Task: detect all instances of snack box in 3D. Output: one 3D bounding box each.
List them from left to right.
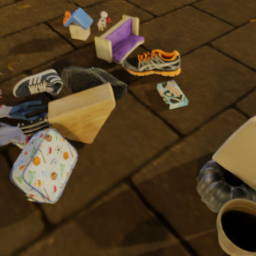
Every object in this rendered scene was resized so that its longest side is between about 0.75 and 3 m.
[{"bbox_3d":[1.826,-1.396,11.698,0.789,0.252,1.359,-15,51,-13],"label":"snack box"}]

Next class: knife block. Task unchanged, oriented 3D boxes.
[{"bbox_3d":[-2.148,-0.483,9.436,2.542,2.895,0.926,16,38,-28],"label":"knife block"}]

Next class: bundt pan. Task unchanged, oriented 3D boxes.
[{"bbox_3d":[3.216,1.673,8.716,2.090,0.784,2.090,0,49,0],"label":"bundt pan"}]

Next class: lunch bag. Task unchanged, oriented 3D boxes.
[{"bbox_3d":[-2.506,1.218,8.619,0.804,1.705,2.127,-9,43,34],"label":"lunch bag"}]

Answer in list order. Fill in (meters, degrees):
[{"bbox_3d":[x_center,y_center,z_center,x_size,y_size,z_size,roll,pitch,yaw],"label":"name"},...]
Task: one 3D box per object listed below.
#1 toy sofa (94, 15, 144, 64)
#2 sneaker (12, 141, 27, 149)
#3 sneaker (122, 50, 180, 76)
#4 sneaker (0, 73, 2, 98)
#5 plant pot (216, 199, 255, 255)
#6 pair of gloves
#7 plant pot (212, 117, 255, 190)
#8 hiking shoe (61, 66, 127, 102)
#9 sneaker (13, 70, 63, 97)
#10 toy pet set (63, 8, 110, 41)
[{"bbox_3d":[-0.327,-4.329,13.607,1.311,1.112,2.686,23,52,22],"label":"toy sofa"},{"bbox_3d":[-3.631,0.551,9.945,1.042,0.444,0.401,20,34,0],"label":"sneaker"},{"bbox_3d":[1.051,-2.983,12.497,2.650,1.023,1.037,-1,47,-3],"label":"sneaker"},{"bbox_3d":[-5.627,-1.598,11.636,0.899,0.745,1.886,33,44,-25],"label":"sneaker"},{"bbox_3d":[2.975,2.810,7.433,1.416,1.229,1.416,0,49,0],"label":"plant pot"},{"bbox_3d":[-4.188,-0.184,10.431,2.256,0.320,2.807,2,39,10],"label":"pair of gloves"},{"bbox_3d":[4.108,0.619,8.646,1.857,1.646,1.859,39,34,28],"label":"plant pot"},{"bbox_3d":[-1.475,-1.815,10.992,2.941,1.114,1.480,11,24,-46],"label":"hiking shoe"},{"bbox_3d":[-3.659,-1.654,11.574,1.995,0.699,1.082,-31,56,-21],"label":"sneaker"},{"bbox_3d":[-2.488,-5.879,14.780,2.523,1.340,2.355,12,53,12],"label":"toy pet set"}]
